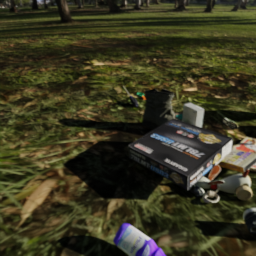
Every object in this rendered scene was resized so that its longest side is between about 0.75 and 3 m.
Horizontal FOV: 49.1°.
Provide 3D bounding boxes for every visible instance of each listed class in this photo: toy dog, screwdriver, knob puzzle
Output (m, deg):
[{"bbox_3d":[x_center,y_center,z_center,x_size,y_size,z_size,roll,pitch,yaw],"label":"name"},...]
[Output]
[{"bbox_3d":[3.213,1.708,9.225,1.917,0.923,1.264,-3,25,-7],"label":"toy dog"},{"bbox_3d":[0.030,-1.960,16.759,0.373,0.358,2.564,6,31,-31],"label":"screwdriver"},{"bbox_3d":[5.320,1.024,11.089,2.632,0.365,2.632,-2,26,1],"label":"knob puzzle"}]

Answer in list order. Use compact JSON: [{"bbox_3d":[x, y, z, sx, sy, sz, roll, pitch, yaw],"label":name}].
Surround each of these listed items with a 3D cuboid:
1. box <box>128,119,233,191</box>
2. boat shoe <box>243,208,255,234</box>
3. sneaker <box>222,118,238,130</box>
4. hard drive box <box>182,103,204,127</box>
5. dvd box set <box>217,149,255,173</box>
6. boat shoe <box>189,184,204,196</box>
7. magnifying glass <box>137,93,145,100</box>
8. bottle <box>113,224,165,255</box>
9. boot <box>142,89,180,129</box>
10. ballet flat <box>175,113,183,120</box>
[{"bbox_3d":[1.872,0.764,10.197,2.717,0.680,2.737,-28,36,-35],"label":"box"},{"bbox_3d":[4.224,2.661,7.636,2.005,0.758,0.605,-3,28,10],"label":"boat shoe"},{"bbox_3d":[5.079,-0.229,13.721,0.432,0.375,0.975,-6,29,-26],"label":"sneaker"},{"bbox_3d":[3.014,-0.440,13.176,0.458,1.193,0.930,-16,32,-28],"label":"hard drive box"},{"bbox_3d":[3.899,1.159,10.696,1.255,0.252,1.716,-23,23,-38],"label":"dvd box set"},{"bbox_3d":[2.160,1.992,9.351,0.242,0.304,0.803,-6,24,-40],"label":"boat shoe"},{"bbox_3d":[0.843,-1.977,17.426,0.424,0.119,1.065,-7,26,-15],"label":"magnifying glass"},{"bbox_3d":[0.365,3.023,6.977,1.497,0.489,0.625,27,80,26],"label":"bottle"},{"bbox_3d":[1.871,-0.733,12.860,2.897,1.892,0.981,18,23,30],"label":"boot"},{"bbox_3d":[2.262,-0.514,14.254,1.410,0.480,0.474,-5,9,-22],"label":"ballet flat"}]
